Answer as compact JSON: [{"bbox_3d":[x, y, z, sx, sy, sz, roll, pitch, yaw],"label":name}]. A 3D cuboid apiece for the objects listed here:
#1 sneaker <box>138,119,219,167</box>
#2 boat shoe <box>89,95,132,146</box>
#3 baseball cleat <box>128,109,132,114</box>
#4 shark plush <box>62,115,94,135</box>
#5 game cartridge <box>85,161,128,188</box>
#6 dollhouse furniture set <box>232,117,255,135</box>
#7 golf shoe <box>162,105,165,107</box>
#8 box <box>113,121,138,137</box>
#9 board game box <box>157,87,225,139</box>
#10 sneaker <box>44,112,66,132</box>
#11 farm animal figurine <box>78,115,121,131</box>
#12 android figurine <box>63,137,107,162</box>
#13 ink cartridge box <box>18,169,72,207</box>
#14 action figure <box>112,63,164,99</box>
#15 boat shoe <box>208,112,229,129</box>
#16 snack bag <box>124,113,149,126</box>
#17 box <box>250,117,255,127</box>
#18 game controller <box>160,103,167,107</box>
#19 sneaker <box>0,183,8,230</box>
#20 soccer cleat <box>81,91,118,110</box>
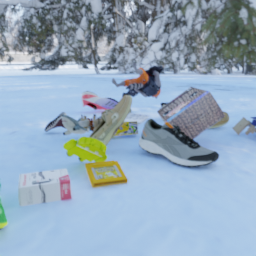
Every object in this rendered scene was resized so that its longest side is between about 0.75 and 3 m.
[{"bbox_3d":[1.380,0.418,8.035,2.486,0.986,0.919,19,19,33],"label":"sneaker"},{"bbox_3d":[-0.539,-0.277,8.568,0.605,1.863,0.672,34,-2,-20],"label":"boat shoe"},{"bbox_3d":[-0.237,-0.991,14.888,0.873,0.572,1.640,-31,21,19],"label":"baseball cleat"},{"bbox_3d":[-1.695,-0.126,10.237,1.532,0.638,0.696,0,-16,-36],"label":"shark plush"},{"bbox_3d":[-0.556,1.095,6.859,0.858,0.158,0.973,-4,24,-18],"label":"game cartridge"},{"bbox_3d":[4.644,0.168,10.754,0.932,0.608,0.880,27,25,-30],"label":"dollhouse furniture set"},{"bbox_3d":[2.044,-0.724,13.153,1.095,0.532,0.429,23,-2,4],"label":"golf shoe"},{"bbox_3d":[-0.368,0.056,10.392,1.418,0.497,0.456,-4,-5,-18],"label":"box"},{"bbox_3d":[2.085,-0.493,9.774,1.634,0.993,2.050,-36,13,4],"label":"board game box"},{"bbox_3d":[-2.679,-0.058,10.921,1.146,0.662,0.434,-35,29,18],"label":"sneaker"},{"bbox_3d":[-0.916,-0.062,9.481,1.271,0.663,1.257,-4,-7,7],"label":"farm animal figurine"},{"bbox_3d":[-1.080,0.593,7.344,1.168,0.264,1.283,30,-36,-29],"label":"android figurine"},{"bbox_3d":[-1.778,1.245,5.967,1.037,0.440,0.755,-6,15,-18],"label":"ink cartridge box"},{"bbox_3d":[0.501,-1.864,13.299,2.572,2.659,1.391,13,46,-42],"label":"action figure"},{"bbox_3d":[3.047,-0.486,11.592,2.280,0.868,0.817,-4,48,6],"label":"boat shoe"},{"bbox_3d":[-0.166,-0.441,12.982,1.958,0.210,1.846,6,15,17],"label":"snack bag"},{"bbox_3d":[5.520,-0.027,10.204,2.287,0.371,1.386,-1,23,-39],"label":"box"},{"bbox_3d":[2.698,-1.333,16.473,1.538,0.324,0.802,-4,14,-13],"label":"game controller"},{"bbox_3d":[-2.627,1.300,5.071,0.676,0.763,1.825,-7,16,-30],"label":"sneaker"},{"bbox_3d":[-1.468,-1.261,15.301,2.371,0.868,0.809,16,-27,-32],"label":"soccer cleat"}]
